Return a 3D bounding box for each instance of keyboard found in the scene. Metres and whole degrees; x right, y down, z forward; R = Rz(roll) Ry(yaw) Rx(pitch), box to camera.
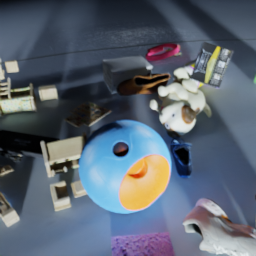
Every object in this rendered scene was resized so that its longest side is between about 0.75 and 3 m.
[{"bbox_3d":[-3.763,0.686,9.679,2.513,0.322,1.509,7,30,11],"label":"keyboard"}]

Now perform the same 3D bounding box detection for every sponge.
[{"bbox_3d":[0.347,2.925,6.620,1.467,0.219,0.818,-4,36,-5],"label":"sponge"}]

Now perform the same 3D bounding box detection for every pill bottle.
[{"bbox_3d":[3.354,-2.655,13.465,1.269,1.269,2.434,28,45,33],"label":"pill bottle"}]

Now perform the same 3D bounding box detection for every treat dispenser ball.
[{"bbox_3d":[-0.089,1.006,7.461,2.433,2.433,2.433,0,36,0],"label":"treat dispenser ball"}]

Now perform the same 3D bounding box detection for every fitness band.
[{"bbox_3d":[1.977,-4.463,16.499,2.071,0.387,1.487,-26,37,-19],"label":"fitness band"}]

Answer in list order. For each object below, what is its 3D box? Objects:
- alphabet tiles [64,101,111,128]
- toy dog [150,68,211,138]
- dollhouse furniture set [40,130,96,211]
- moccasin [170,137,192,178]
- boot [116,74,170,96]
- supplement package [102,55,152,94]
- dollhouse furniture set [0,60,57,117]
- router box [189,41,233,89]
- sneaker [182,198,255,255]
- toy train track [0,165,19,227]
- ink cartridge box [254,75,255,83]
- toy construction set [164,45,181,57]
[{"bbox_3d":[-1.763,-0.558,11.594,1.392,0.063,1.665,24,42,29],"label":"alphabet tiles"},{"bbox_3d":[1.948,-0.679,10.660,2.388,1.718,2.463,40,39,-8],"label":"toy dog"},{"bbox_3d":[-1.294,1.295,8.497,2.213,1.231,1.958,-12,62,-17],"label":"dollhouse furniture set"},{"bbox_3d":[1.820,0.828,9.184,0.731,0.620,1.818,-4,36,-5],"label":"moccasin"},{"bbox_3d":[0.987,-1.989,11.516,2.545,0.926,2.704,-6,0,-19],"label":"boot"},{"bbox_3d":[-0.064,-2.636,13.568,2.011,1.115,1.566,-12,37,-15],"label":"supplement package"},{"bbox_3d":[-4.251,-1.766,11.506,2.394,2.118,1.331,-10,38,-12],"label":"dollhouse furniture set"},{"bbox_3d":[3.112,-2.351,10.541,1.154,1.468,0.383,20,7,5],"label":"router box"},{"bbox_3d":[2.290,2.694,6.552,1.067,0.878,2.319,-32,39,-26],"label":"sneaker"},{"bbox_3d":[-3.975,1.712,8.104,1.660,0.471,2.895,-28,45,-33],"label":"toy train track"},{"bbox_3d":[7.434,-2.634,13.003,1.034,1.795,2.459,-28,45,-35],"label":"ink cartridge box"},{"bbox_3d":[2.752,-4.591,16.868,1.108,0.510,0.726,-32,45,-21],"label":"toy construction set"}]
